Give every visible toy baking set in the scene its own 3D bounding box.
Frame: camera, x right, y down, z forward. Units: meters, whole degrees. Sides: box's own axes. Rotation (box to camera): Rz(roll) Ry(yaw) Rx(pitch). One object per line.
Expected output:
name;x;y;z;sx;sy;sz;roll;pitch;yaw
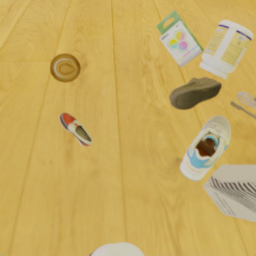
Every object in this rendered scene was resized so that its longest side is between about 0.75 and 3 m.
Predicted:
toy baking set;4.465;-0.565;8.910;1.847;2.406;0.280;42;78;-15

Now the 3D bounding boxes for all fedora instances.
fedora;-2.159;-2.072;9.797;1.108;1.108;0.452;-20;23;-18

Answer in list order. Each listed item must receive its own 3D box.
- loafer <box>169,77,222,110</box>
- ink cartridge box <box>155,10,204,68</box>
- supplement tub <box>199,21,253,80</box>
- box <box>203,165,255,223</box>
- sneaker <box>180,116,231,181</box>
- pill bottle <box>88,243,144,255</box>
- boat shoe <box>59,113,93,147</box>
loafer;2.149;-1.191;9.347;2.186;0.831;0.737;-15;43;-31
ink cartridge box;1.838;-3.287;10.326;1.871;0.971;0.555;54;31;-3
supplement tub;3.375;-2.698;9.794;1.249;1.718;1.249;24;17;-8
box;2.955;1.456;6.150;0.907;2.652;1.089;-40;96;-21
sneaker;2.766;0.453;9.202;1.100;1.162;2.877;31;51;13
pill bottle;-0.441;3.029;5.648;1.144;2.004;1.144;14;52;-19
boat shoe;-1.602;0.029;8.692;0.475;0.417;1.334;-42;95;-29
